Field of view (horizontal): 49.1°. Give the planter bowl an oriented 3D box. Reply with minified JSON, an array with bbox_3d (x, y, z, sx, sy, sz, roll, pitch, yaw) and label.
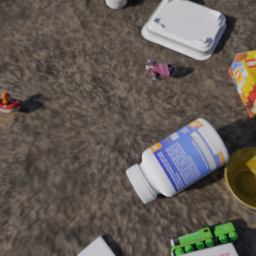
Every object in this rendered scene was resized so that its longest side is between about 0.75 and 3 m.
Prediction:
[{"bbox_3d":[3.467,1.476,7.796,1.752,0.730,1.752,0,63,-1],"label":"planter bowl"}]

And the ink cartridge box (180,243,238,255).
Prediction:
[{"bbox_3d":[1.839,3.996,5.852,1.867,1.083,2.530,-10,42,-6],"label":"ink cartridge box"}]

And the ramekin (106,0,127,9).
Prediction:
[{"bbox_3d":[-0.480,-5.241,11.263,0.942,0.495,0.942,0,63,0],"label":"ramekin"}]

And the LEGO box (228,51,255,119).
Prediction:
[{"bbox_3d":[5.008,-1.583,9.142,2.652,1.023,1.975,-11,64,-6],"label":"LEGO box"}]

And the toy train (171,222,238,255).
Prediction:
[{"bbox_3d":[1.960,2.912,7.299,1.840,0.384,0.519,-13,54,-6],"label":"toy train"}]

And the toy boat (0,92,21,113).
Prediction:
[{"bbox_3d":[-3.895,-0.848,8.952,0.902,0.590,0.589,13,25,6],"label":"toy boat"}]

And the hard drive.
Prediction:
[{"bbox_3d":[-0.641,3.537,7.075,0.834,0.160,1.265,-36,69,-18],"label":"hard drive"}]

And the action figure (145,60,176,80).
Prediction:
[{"bbox_3d":[1.055,-2.075,9.647,1.026,0.687,0.764,15,35,28],"label":"action figure"}]

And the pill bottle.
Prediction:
[{"bbox_3d":[1.263,0.947,7.560,2.514,1.409,1.409,-31,67,-1],"label":"pill bottle"}]

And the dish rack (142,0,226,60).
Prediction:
[{"bbox_3d":[2.170,-3.960,10.584,2.805,0.611,2.407,26,66,11],"label":"dish rack"}]
